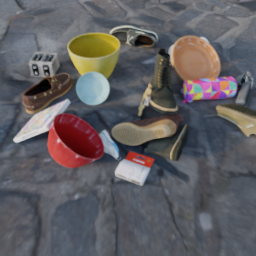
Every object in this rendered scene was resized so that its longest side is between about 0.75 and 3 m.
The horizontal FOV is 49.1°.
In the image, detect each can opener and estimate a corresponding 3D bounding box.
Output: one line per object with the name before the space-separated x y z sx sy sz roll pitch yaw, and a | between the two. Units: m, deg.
can opener | 4.910 -1.576 12.065 0.812 0.647 2.427 -8 34 41

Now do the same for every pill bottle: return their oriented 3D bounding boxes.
pill bottle | 3.020 -3.773 13.768 1.878 1.088 1.088 -25 50 -23

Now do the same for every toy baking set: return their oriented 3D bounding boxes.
toy baking set | 0.706 -1.084 10.838 0.178 1.533 1.177 19 47 -7

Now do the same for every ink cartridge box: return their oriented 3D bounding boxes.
ink cartridge box | 0.234 1.257 9.317 0.958 0.336 1.179 17 52 17

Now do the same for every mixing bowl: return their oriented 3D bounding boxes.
mixing bowl | -1.857 0.583 9.163 1.949 1.056 1.949 34 25 -19

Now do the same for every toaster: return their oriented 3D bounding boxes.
toaster | -3.906 -2.997 13.233 1.159 0.760 1.281 6 45 4

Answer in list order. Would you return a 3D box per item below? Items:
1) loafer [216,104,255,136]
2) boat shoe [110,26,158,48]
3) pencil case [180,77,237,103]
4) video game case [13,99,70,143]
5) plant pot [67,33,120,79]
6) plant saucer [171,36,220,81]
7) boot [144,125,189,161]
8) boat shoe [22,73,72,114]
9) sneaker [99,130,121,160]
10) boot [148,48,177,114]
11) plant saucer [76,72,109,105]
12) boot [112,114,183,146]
loafer | 4.393 -0.185 10.282 2.608 0.879 0.992 28 31 38
boat shoe | 0.240 -4.795 14.904 2.597 0.932 0.878 10 41 7
pencil case | 3.359 -1.607 11.748 2.233 0.987 0.987 -7 45 -6
video game case | -3.102 -0.231 10.020 2.077 0.187 1.487 -17 32 37
plant pot | -1.483 -3.021 12.652 2.266 1.609 2.266 0 44 0
plant saucer | 3.007 -2.966 12.702 2.467 0.462 2.467 5 73 -18
boot | 1.434 0.374 10.003 1.194 0.669 1.726 11 38 25
boat shoe | -3.328 -1.675 11.803 0.936 0.935 2.659 19 47 20
sneaker | -0.758 0.702 9.761 0.637 0.551 1.469 -27 42 -16
boot | 1.372 -1.859 10.924 1.029 1.838 2.657 1 31 -14
plant saucer | -1.473 -1.642 11.684 1.367 1.367 0.263 -5 12 -5
boot | 0.742 -0.013 10.239 2.263 0.819 1.882 -2 14 26
